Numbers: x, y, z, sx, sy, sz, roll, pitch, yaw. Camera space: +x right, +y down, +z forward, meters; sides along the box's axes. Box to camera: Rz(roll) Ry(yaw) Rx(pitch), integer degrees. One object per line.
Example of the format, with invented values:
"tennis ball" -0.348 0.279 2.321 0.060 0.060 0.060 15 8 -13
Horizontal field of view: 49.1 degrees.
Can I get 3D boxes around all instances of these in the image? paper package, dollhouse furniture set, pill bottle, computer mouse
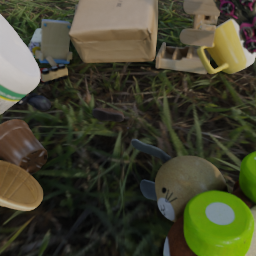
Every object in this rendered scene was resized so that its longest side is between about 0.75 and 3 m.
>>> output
"paper package" -0.300 -3.142 8.120 2.275 1.235 2.387 1 60 12
"dollhouse furniture set" 2.067 -3.511 9.683 1.859 2.856 2.624 10 42 12
"pill bottle" -2.747 -0.388 3.607 2.856 1.611 1.611 -36 45 6
"computer mouse" -2.803 -0.833 8.600 0.998 0.263 0.691 22 45 24
"dollhouse furniture set" -2.401 -3.748 10.439 2.346 2.215 1.531 -7 40 -25

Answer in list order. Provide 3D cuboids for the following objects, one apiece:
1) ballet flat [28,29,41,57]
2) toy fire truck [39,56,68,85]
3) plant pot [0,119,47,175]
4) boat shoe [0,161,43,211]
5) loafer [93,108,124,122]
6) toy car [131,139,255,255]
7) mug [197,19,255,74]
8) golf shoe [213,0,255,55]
"ballet flat" -3.438 -3.786 11.549 0.860 0.860 2.392 15 44 16
"toy fire truck" -2.710 -2.054 9.788 0.902 0.659 1.025 -24 35 -24
"plant pot" -2.513 0.514 6.580 1.040 1.050 1.050 37 53 24
"boat shoe" -2.918 1.168 5.929 2.299 0.795 0.848 26 41 -2
"loafer" -0.563 -0.394 8.099 0.930 0.340 0.330 13 33 5
"toy car" 0.968 1.305 4.799 2.251 2.344 2.853 -27 38 -28
"mug" 3.380 -2.714 9.713 2.009 1.649 1.609 -29 10 10
"golf shoe" 2.711 -2.992 6.463 0.976 2.688 1.238 -11 43 43
